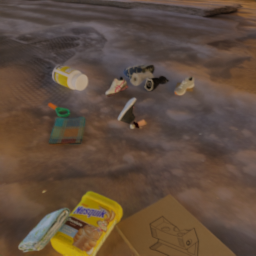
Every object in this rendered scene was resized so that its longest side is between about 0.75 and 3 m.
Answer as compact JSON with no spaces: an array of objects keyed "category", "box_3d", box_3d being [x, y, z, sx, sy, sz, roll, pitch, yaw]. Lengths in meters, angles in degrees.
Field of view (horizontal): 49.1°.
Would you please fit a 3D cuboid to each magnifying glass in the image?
[{"category":"magnifying glass","box_3d":[-3.352,-0.881,13.435,1.441,0.161,0.574,27,43,35]}]

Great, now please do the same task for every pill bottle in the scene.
[{"category":"pill bottle","box_3d":[-3.163,-2.721,15.313,1.857,1.061,1.061,25,42,32]}]

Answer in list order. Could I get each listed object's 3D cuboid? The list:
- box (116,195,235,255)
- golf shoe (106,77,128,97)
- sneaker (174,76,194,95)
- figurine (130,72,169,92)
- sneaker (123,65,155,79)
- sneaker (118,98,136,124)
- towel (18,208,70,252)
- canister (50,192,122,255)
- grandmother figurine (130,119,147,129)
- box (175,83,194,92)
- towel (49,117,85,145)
[{"category":"box","box_3d":[1.199,3.066,7.558,2.067,0.269,2.529,-21,39,-28]},{"category":"golf shoe","box_3d":[-0.683,-2.129,14.634,0.590,0.749,1.626,-13,18,42]},{"category":"sneaker","box_3d":[2.969,-2.301,14.935,1.434,0.659,0.543,-36,53,-27]},{"category":"figurine","box_3d":[1.212,-2.705,15.668,1.660,0.715,1.620,27,34,33]},{"category":"sneaker","box_3d":[0.540,-3.375,16.699,2.049,0.789,0.873,-13,26,-30]},{"category":"sneaker","box_3d":[0.131,-0.711,12.315,0.629,1.269,0.449,29,25,-16]},{"category":"towel","box_3d":[-2.236,2.716,7.473,1.106,0.311,1.292,-27,14,43]},{"category":"canister","box_3d":[-1.110,2.707,7.680,1.276,0.744,1.718,17,39,23]},{"category":"grandmother figurine","box_3d":[0.407,-0.158,12.295,0.781,0.237,0.474,-22,47,-29]},{"category":"box","box_3d":[3.131,-2.266,15.506,0.944,0.100,0.772,10,35,14]},{"category":"towel","box_3d":[-2.567,0.094,11.966,1.359,0.201,1.853,-2,35,-1]}]
